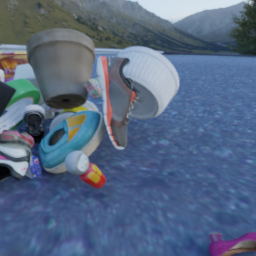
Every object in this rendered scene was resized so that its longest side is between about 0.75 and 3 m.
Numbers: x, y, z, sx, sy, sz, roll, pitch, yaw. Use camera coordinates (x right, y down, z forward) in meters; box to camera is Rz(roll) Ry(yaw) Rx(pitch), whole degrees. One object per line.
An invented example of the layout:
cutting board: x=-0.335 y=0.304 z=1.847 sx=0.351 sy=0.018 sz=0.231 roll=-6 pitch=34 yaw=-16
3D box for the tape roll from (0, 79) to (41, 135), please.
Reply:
tape roll: x=-3.064 y=-0.433 z=7.084 sx=0.440 sy=1.832 sz=1.832 roll=44 pitch=27 yaw=1

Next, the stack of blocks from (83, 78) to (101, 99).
stack of blocks: x=-0.813 y=-1.124 z=7.763 sx=0.235 sy=0.463 sz=0.804 roll=-39 pitch=-5 yaw=31

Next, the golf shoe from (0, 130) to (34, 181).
golf shoe: x=-3.620 y=0.880 z=6.712 sx=2.709 sy=0.983 sz=1.247 roll=-12 pitch=55 yaw=14

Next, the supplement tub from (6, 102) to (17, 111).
supplement tub: x=-3.527 y=-0.996 z=8.863 sx=0.846 sy=0.846 sz=1.167 roll=-2 pitch=18 yaw=-5

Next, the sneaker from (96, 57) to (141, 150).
sneaker: x=-0.136 y=-0.589 z=6.971 sx=0.993 sy=2.426 sz=0.935 roll=-9 pitch=21 yaw=0

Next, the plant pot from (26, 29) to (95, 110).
plant pot: x=-1.878 y=-1.538 z=8.172 sx=2.014 sy=1.748 sz=2.014 roll=-8 pitch=-15 yaw=-2

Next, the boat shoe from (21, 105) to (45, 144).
boat shoe: x=-2.604 y=-0.024 z=7.818 sx=0.607 sy=0.576 sz=1.737 roll=-11 pitch=-21 yaw=-23

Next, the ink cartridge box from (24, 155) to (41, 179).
ink cartridge box: x=-2.545 y=0.970 z=7.219 sx=0.766 sy=0.523 sz=0.293 roll=16 pitch=30 yaw=38

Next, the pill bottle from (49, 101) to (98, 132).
pill bottle: x=-1.664 y=-0.153 z=9.307 sx=1.284 sy=1.284 sz=2.247 roll=1 pitch=18 yaw=4

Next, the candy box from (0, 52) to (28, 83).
candy box: x=-4.754 y=-2.086 z=12.108 sx=1.340 sy=2.296 sz=0.648 roll=-4 pitch=31 yaw=-13

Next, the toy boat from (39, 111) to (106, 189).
toy boat: x=-1.330 y=0.456 z=6.951 sx=2.079 sy=1.150 sz=2.474 roll=-41 pitch=40 yaw=0

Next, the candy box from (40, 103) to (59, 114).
candy box: x=-2.611 y=-0.834 z=10.045 sx=0.914 sy=0.327 sz=0.767 roll=-22 pitch=-1 yaw=38

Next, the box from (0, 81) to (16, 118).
box: x=-3.193 y=-0.572 z=5.697 sx=1.320 sy=1.275 sz=0.314 roll=31 pitch=-3 yaw=-21

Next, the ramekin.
ramekin: x=0.395 y=-1.426 z=9.834 sx=2.514 sy=2.514 sz=1.319 roll=10 pitch=55 yaw=27

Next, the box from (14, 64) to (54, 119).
box: x=-3.434 y=-1.310 z=10.450 sx=0.793 sy=2.040 sz=0.969 roll=-9 pitch=48 yaw=0

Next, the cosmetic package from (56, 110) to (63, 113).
cosmetic package: x=-3.021 y=-1.844 z=12.143 sx=1.531 sy=1.857 sz=1.532 roll=18 pitch=22 yaw=4

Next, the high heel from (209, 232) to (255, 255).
high heel: x=1.871 y=2.005 z=4.583 sx=1.070 sy=0.361 sz=0.514 roll=-4 pitch=24 yaw=11

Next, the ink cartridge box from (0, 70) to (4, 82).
ink cartridge box: x=-5.922 y=-1.122 z=10.526 sx=1.098 sy=1.885 sz=2.604 roll=16 pitch=26 yaw=5
